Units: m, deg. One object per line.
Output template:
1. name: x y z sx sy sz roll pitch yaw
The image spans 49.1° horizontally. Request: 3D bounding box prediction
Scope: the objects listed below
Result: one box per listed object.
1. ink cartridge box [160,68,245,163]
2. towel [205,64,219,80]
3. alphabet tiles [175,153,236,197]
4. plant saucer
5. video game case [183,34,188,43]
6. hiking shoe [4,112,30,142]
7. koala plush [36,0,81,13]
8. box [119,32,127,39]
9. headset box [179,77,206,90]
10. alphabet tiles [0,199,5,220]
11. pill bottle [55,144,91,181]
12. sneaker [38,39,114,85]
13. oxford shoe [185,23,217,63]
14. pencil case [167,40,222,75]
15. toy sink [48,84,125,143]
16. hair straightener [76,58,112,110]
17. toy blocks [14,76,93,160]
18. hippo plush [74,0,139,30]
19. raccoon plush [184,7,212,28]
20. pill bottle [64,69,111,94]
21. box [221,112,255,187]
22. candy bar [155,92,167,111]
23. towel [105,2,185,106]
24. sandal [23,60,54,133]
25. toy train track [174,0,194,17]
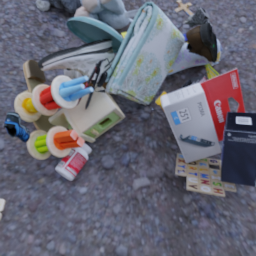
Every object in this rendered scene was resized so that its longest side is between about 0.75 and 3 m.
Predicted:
1. ink cartridge box: 2.408 -0.231 8.321 2.229 2.530 0.566 -20 38 12
2. towel: 3.039 -1.423 9.512 0.781 0.164 1.816 30 40 -27
3. alphabet tiles: 2.364 1.423 8.740 1.769 0.080 2.116 9 23 9
4. plant saucer: -1.012 -3.092 9.277 2.091 2.091 0.287 21 86 10
5. video game case: 2.615 -3.646 11.291 1.276 1.156 0.290 -10 97 14
6. hiking shoe: -2.994 0.091 7.443 0.433 1.164 0.505 4 54 11
7. koala plush: -3.237 -5.992 12.606 1.911 1.757 1.695 8 75 27
8. box: 0.501 -3.273 10.307 1.684 0.634 0.422 -15 60 -12
9. headset box: 2.212 -0.793 9.223 1.236 0.624 1.663 -42 115 -24
10. alphabet tiles: -4.841 2.610 8.951 1.669 0.122 1.632 6 64 2
11. pill bottle: -1.796 1.089 9.384 0.692 0.692 1.233 30 68 14
12. sneaker: -1.548 -1.930 9.244 2.537 1.460 0.957 -20 24 -16
13. oxford shoe: 2.614 -2.940 9.919 0.979 2.320 0.843 -4 75 29
14. pencil case: 2.432 -2.859 11.166 2.433 1.011 1.104 -13 106 -7
15. toy sink: -1.338 -0.288 9.459 2.097 1.367 1.175 -35 74 3
16. hair straightener: -0.953 -1.326 8.591 0.658 0.350 1.710 26 93 -15
17. toy blocks: -1.999 -0.275 8.325 1.005 2.769 2.308 -24 99 -53
18. hippo plush: -0.952 -5.362 11.710 2.819 2.245 2.266 -12 65 -5
19. raccoon plush: 2.446 -3.746 9.992 0.571 0.791 1.180 32 41 -25
20. pill bottle: -1.361 -2.052 10.659 1.956 1.118 1.118 16 65 6
21. box: 3.149 0.535 7.850 0.969 1.560 1.573 5 22 20
22. candy bar: 1.669 -0.218 9.475 0.545 0.242 2.185 -47 112 -24
23. towel: 0.604 -2.270 9.453 0.717 2.548 2.977 35 101 29
24. sandal: -3.567 -0.999 10.400 1.021 1.138 3.103 -27 66 25
25. toy train track: 2.753 -5.413 12.844 0.897 0.254 1.564 -30 68 -14
